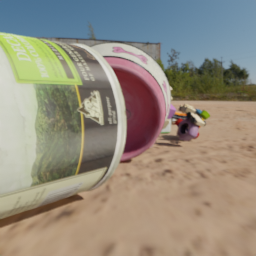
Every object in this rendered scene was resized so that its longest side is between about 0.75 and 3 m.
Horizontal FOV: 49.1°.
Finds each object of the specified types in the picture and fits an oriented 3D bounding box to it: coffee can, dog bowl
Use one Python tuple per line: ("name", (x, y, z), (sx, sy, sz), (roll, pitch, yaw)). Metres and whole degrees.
("coffee can", (-1.718, 0.003, 2.909), (2.078, 2.078, 2.840), (6, 9, 41))
("dog bowl", (-0.338, -0.392, 5.658), (2.471, 2.471, 0.911), (0, 26, 3))

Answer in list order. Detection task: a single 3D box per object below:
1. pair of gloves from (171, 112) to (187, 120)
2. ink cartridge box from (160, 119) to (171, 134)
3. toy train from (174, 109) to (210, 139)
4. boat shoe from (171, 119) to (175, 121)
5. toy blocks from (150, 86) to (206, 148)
("pair of gloves", (2.534, -0.481, 13.147), (1.699, 0.236, 1.907), (17, 13, 29))
("ink cartridge box", (0.549, -0.291, 10.428), (1.399, 0.807, 1.915), (-2, 8, -18))
("toy train", (2.064, -0.175, 8.261), (0.891, 0.652, 1.540), (-41, 8, -6))
("boat shoe", (1.100, -0.779, 14.009), (2.608, 0.871, 0.959), (4, 8, 31))
("toy blocks", (0.380, -0.226, 7.736), (2.273, 1.914, 2.124), (17, 28, -33))
